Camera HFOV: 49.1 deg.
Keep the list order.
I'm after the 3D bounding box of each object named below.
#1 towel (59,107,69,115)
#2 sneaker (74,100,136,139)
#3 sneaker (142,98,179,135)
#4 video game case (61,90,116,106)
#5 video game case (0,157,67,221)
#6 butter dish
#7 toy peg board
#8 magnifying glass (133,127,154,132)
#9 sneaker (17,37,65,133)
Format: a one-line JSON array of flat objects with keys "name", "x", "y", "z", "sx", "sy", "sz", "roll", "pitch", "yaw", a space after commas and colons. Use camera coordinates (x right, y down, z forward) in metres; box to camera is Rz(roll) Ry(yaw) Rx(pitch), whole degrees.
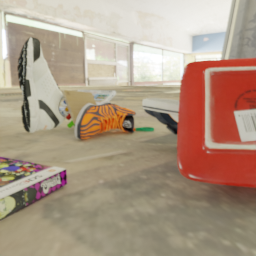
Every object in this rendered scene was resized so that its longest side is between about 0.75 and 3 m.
[{"name": "towel", "x": -2.445, "y": -0.686, "z": 11.718, "sx": 2.333, "sy": 0.278, "sz": 1.713, "roll": 4, "pitch": 9, "yaw": 10}, {"name": "sneaker", "x": -0.470, "y": -0.204, "z": 7.523, "sx": 1.222, "sy": 0.846, "sz": 2.181, "roll": 15, "pitch": 26, "yaw": 17}, {"name": "sneaker", "x": 1.352, "y": -0.027, "z": 5.846, "sx": 2.494, "sy": 0.990, "sz": 0.978, "roll": 15, "pitch": 16, "yaw": 33}, {"name": "video game case", "x": -2.145, "y": -1.664, "z": 15.628, "sx": 2.411, "sy": 0.286, "sz": 2.195, "roll": 3, "pitch": 25, "yaw": 15}, {"name": "video game case", "x": -1.921, "y": 0.763, "z": 3.771, "sx": 1.622, "sy": 0.290, "sz": 1.470, "roll": 5, "pitch": 12, "yaw": 27}, {"name": "butter dish", "x": 1.843, "y": 0.112, "z": 4.201, "sx": 2.109, "sy": 2.103, "sz": 1.559, "roll": 1, "pitch": -34, "yaw": 14}, {"name": "toy peg board", "x": -1.465, "y": -0.496, "z": 8.409, "sx": 0.540, "sy": 1.098, "sz": 1.103, "roll": -37, "pitch": -22, "yaw": 34}, {"name": "magnifying glass", "x": 0.303, "y": 0.050, "z": 8.238, "sx": 0.928, "sy": 0.104, "sz": 0.369, "roll": 1, "pitch": 10, "yaw": -6}, {"name": "sneaker", "x": -2.587, "y": -1.268, "z": 8.319, "sx": 1.144, "sy": 2.860, "sz": 1.054, "roll": -3, "pitch": -9, "yaw": -33}]
